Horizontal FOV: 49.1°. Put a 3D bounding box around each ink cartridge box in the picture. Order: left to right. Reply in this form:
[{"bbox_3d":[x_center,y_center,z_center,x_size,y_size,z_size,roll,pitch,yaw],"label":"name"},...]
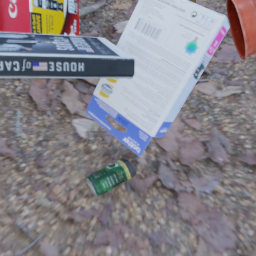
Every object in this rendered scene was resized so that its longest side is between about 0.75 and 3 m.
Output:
[{"bbox_3d":[-2.480,-3.440,7.174,1.180,2.815,2.471,10,17,27],"label":"ink cartridge box"},{"bbox_3d":[0.398,-0.995,5.094,1.586,0.558,2.659,36,105,25],"label":"ink cartridge box"}]

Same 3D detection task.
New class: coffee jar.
[{"bbox_3d":[-0.409,1.215,7.068,1.193,0.622,0.509,-26,102,-17],"label":"coffee jar"}]

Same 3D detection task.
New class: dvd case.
[{"bbox_3d":[-1.427,-1.122,4.155,2.629,0.325,1.975,-3,26,-16],"label":"dvd case"}]

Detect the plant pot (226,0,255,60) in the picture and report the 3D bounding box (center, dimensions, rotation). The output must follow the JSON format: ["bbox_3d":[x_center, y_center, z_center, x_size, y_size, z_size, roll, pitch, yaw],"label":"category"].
[{"bbox_3d":[3.459,-2.733,6.916,1.586,1.631,1.631,-17,53,15],"label":"plant pot"}]

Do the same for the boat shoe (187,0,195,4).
[{"bbox_3d":[2.110,-4.646,11.364,0.793,0.795,2.203,-2,59,37],"label":"boat shoe"}]
